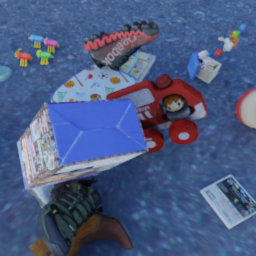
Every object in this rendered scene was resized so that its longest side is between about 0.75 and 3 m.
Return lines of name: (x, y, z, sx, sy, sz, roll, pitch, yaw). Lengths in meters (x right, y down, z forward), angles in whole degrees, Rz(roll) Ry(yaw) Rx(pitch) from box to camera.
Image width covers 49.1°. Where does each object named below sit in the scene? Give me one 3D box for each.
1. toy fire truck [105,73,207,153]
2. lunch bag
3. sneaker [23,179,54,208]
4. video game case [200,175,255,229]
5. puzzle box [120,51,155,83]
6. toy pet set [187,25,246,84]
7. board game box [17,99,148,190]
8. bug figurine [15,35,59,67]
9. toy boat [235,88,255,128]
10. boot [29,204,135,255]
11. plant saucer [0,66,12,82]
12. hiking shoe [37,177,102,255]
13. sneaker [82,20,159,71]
toy fire truck: (0.873, -0.544, 8.144, 2.547, 2.139, 1.428, -17, 45, 22)
lunch bag: (-1.072, -0.965, 9.667, 2.307, 1.088, 2.879, 27, 53, 19)
sneaker: (-2.210, 1.797, 7.618, 0.622, 0.546, 1.554, -27, 57, -36)
video game case: (2.801, 1.992, 7.711, 1.110, 0.143, 1.221, -22, 52, -17)
puzzle box: (0.176, -2.501, 11.514, 1.313, 0.251, 1.974, 19, 52, 15)
toy pet set: (3.121, -2.879, 10.681, 1.158, 2.036, 2.181, 36, 58, 17)
board game box: (-1.241, 0.452, 6.814, 2.146, 2.692, 1.303, -6, 74, -35)
bug figurine: (-3.899, -3.446, 12.155, 1.571, 0.521, 2.025, 9, 49, 7)
toy boat: (4.550, -0.886, 9.636, 2.136, 1.394, 1.396, -21, 22, -18)
boot: (-1.086, 2.787, 6.657, 1.881, 0.684, 1.998, 36, 58, 27)
plant saucer: (-5.209, -2.226, 11.334, 0.960, 0.173, 0.960, 0, 49, 0)
hiking shoe: (-1.247, 1.824, 6.424, 1.216, 0.914, 2.415, -25, 21, 4)
sneaker: (-0.164, -2.643, 9.268, 2.810, 1.373, 0.993, -5, 26, 32)
